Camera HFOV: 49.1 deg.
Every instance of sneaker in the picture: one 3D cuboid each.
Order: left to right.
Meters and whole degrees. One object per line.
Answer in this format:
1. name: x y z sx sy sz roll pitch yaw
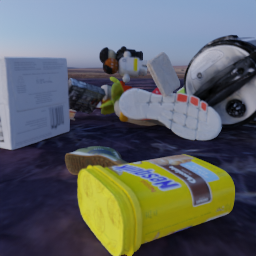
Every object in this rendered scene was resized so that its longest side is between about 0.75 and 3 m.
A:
1. sneaker: -0.338 0.596 4.888 1.651 0.554 0.741 7 19 42
2. sneaker: 1.245 -0.472 8.106 2.921 1.126 1.196 20 5 18

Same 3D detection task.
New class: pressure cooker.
1. pressure cooker: 3.202 -1.409 8.474 2.669 2.628 2.988 21 29 33

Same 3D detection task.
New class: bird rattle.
1. bird rattle: 0.388 -0.614 9.833 2.658 1.497 2.167 15 25 -18

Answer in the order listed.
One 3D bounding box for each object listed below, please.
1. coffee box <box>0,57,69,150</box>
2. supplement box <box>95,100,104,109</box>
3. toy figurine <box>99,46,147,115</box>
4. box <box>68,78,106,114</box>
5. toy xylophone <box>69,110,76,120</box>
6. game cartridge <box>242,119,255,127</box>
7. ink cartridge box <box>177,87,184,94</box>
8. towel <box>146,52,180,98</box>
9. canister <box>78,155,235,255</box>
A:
1. coffee box: -3.119 -0.824 7.652 2.126 2.150 2.147 6 14 27
2. supplement box: -1.230 -1.430 13.493 1.284 0.852 1.266 8 15 32
3. toy figurine: -0.314 -1.878 11.216 1.771 2.546 2.507 3 27 -6
4. box: -1.773 -1.153 10.520 1.496 1.180 0.372 13 45 -38
5. toy xylophone: -2.508 -0.578 10.158 1.066 0.366 1.456 11 0 34
6. game cartridge: 4.314 -0.279 9.671 1.845 0.373 1.230 7 12 28
7. ink cartridge box: 2.797 -1.576 12.381 2.334 0.884 1.725 -10 -14 -32
8. towel: 0.944 -1.413 7.437 0.708 1.068 0.184 -38 19 -29
9. canister: 0.346 0.833 3.542 1.640 0.710 1.218 -6 14 -30
